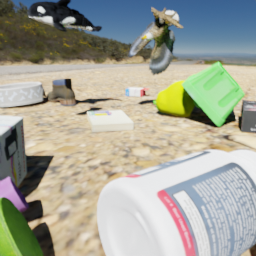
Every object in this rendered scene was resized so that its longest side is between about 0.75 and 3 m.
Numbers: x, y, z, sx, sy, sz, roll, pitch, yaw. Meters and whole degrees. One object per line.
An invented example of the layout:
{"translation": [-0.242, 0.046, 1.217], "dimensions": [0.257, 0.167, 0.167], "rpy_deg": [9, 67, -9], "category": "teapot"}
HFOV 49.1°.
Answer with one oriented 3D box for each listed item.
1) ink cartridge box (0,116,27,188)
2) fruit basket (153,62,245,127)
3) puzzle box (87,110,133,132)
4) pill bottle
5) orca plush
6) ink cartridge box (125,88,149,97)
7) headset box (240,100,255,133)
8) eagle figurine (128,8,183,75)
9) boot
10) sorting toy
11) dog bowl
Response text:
{"translation": [-2.283, 0.564, 4.647], "dimensions": [0.698, 1.228, 1.685], "rpy_deg": [1, 16, -3], "category": "ink cartridge box"}
{"translation": [2.475, -1.036, 10.121], "dimensions": [2.989, 2.156, 2.989], "rpy_deg": [-41, 0, 0], "category": "fruit basket"}
{"translation": [-0.658, -0.263, 9.437], "dimensions": [1.297, 0.248, 1.950], "rpy_deg": [-4, 16, -12], "category": "puzzle box"}
{"translation": [0.833, 0.946, 3.274], "dimensions": [2.108, 1.260, 1.260], "rpy_deg": [-12, 20, -34], "category": "pill bottle"}
{"translation": [-2.063, -3.945, 9.639], "dimensions": [2.526, 0.898, 1.329], "rpy_deg": [13, 40, -23], "category": "orca plush"}
{"translation": [0.513, -1.917, 15.060], "dimensions": [1.185, 0.398, 0.688], "rpy_deg": [5, 17, 18], "category": "ink cartridge box"}
{"translation": [4.317, -0.333, 8.792], "dimensions": [1.435, 0.724, 1.931], "rpy_deg": [5, 17, 19], "category": "headset box"}
{"translation": [0.940, -3.160, 9.976], "dimensions": [1.531, 2.029, 1.540], "rpy_deg": [2, 51, -15], "category": "eagle figurine"}
{"translation": [-3.168, -1.806, 13.161], "dimensions": [0.929, 1.205, 2.486], "rpy_deg": [-13, 20, -38], "category": "boot"}
{"translation": [-1.395, 1.441, 2.718], "dimensions": [0.986, 0.992, 2.862], "rpy_deg": [-30, 27, -16], "category": "sorting toy"}
{"translation": [-5.133, -1.589, 12.948], "dimensions": [2.615, 0.767, 2.615], "rpy_deg": [-5, 16, 1], "category": "dog bowl"}
